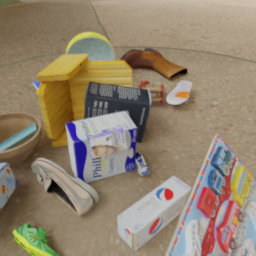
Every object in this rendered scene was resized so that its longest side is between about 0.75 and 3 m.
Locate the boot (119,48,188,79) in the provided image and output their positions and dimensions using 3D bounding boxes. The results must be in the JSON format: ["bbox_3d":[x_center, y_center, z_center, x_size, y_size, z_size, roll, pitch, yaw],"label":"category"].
[{"bbox_3d":[1.320,-3.294,15.404,2.801,1.019,2.975,-17,45,-35],"label":"boot"}]

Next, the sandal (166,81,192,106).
[{"bbox_3d":[2.405,-1.439,12.696,0.819,0.613,2.137,18,40,22],"label":"sandal"}]

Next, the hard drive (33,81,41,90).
[{"bbox_3d":[-4.091,-2.084,14.006,0.930,0.179,1.409,-20,40,-26],"label":"hard drive"}]

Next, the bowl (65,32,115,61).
[{"bbox_3d":[-1.994,-3.965,14.444,2.515,2.515,1.354,-7,52,-9],"label":"bowl"}]

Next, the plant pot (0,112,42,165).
[{"bbox_3d":[-4.065,0.509,9.523,2.328,1.075,2.328,1,35,0],"label":"plant pot"}]

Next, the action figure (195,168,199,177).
[{"bbox_3d":[2.453,1.376,8.522,0.675,1.037,0.360,42,7,26],"label":"action figure"}]

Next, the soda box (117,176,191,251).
[{"bbox_3d":[0.740,2.190,7.399,2.160,0.736,0.688,-27,41,-33],"label":"soda box"}]

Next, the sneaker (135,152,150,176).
[{"bbox_3d":[0.393,1.153,9.006,0.373,0.437,0.991,-28,29,-3],"label":"sneaker"}]

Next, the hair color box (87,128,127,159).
[{"bbox_3d":[-0.566,0.414,7.633,1.021,0.558,0.331,-15,19,-21],"label":"hair color box"}]

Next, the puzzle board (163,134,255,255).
[{"bbox_3d":[1.950,1.916,5.456,0.260,2.253,2.990,-21,28,52],"label":"puzzle board"}]

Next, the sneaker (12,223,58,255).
[{"bbox_3d":[-2.185,2.749,6.785,1.467,0.543,0.613,22,45,29],"label":"sneaker"}]

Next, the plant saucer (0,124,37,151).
[{"bbox_3d":[-3.856,0.451,9.506,1.712,0.162,0.599,-34,32,-8],"label":"plant saucer"}]

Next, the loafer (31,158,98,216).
[{"bbox_3d":[-2.026,1.664,8.124,2.468,0.887,0.776,23,48,25],"label":"loafer"}]

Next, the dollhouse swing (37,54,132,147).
[{"bbox_3d":[-1.318,-0.901,9.987,2.494,2.837,2.578,9,36,12],"label":"dollhouse swing"}]

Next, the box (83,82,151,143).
[{"bbox_3d":[-0.444,-0.565,10.288,2.303,1.704,1.201,8,34,-6],"label":"box"}]

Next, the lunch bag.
[{"bbox_3d":[-4.150,1.864,7.385,1.878,0.886,2.344,-14,22,11],"label":"lunch bag"}]

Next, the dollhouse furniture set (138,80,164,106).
[{"bbox_3d":[1.016,-1.673,13.073,1.116,0.843,2.073,0,18,0],"label":"dollhouse furniture set"}]

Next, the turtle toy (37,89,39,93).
[{"bbox_3d":[-3.080,-1.725,12.378,0.895,1.770,1.290,49,16,6],"label":"turtle toy"}]

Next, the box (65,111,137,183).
[{"bbox_3d":[-0.810,0.625,8.708,1.949,1.793,1.023,-13,39,-18],"label":"box"}]
